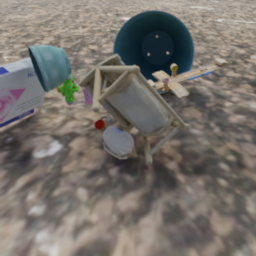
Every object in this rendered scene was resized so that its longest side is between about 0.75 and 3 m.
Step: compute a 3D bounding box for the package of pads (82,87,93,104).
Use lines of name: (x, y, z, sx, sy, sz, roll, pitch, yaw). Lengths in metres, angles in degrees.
package of pads: (-0.738, -1.140, 8.700, 1.355, 0.816, 0.513, -1, 62, -3)

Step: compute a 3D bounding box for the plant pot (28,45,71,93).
plant pot: (-1.957, -1.597, 7.210, 0.806, 1.204, 1.204, -23, 38, -18)

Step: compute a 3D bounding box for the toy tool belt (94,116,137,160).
toy tool belt: (-0.317, 0.310, 7.427, 1.258, 0.773, 0.786, 39, 86, 28)

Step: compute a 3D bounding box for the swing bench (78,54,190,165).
swing bench: (0.065, -0.596, 7.157, 1.398, 2.144, 2.155, -43, 30, 5)

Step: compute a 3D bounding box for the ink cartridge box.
ink cartridge box: (-3.361, -0.777, 8.047, 0.494, 2.281, 2.239, 34, 41, 17)

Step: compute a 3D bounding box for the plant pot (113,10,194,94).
plant pot: (1.072, -3.016, 11.027, 2.973, 2.973, 2.002, 6, 23, 10)

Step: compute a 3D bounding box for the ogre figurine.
ogre figurine: (-1.753, -1.219, 8.228, 0.636, 1.296, 0.777, 13, 21, -19)

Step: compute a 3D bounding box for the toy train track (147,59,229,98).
toy train track: (1.544, -1.473, 7.384, 2.512, 0.409, 1.441, -19, 40, -15)
